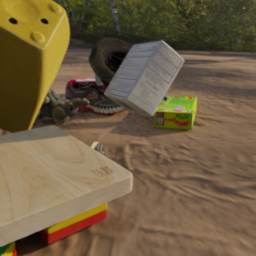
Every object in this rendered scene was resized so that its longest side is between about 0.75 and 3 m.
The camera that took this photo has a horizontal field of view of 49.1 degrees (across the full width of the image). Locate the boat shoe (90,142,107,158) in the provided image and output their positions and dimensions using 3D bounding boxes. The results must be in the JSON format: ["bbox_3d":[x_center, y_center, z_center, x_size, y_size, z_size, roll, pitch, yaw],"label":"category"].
[{"bbox_3d":[-0.610,0.832,5.618,0.560,0.633,1.728,9,25,-1],"label":"boat shoe"}]

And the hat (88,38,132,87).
[{"bbox_3d":[-0.322,-2.220,11.099,2.880,1.162,2.880,11,49,-13],"label":"hat"}]

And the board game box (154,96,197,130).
[{"bbox_3d":[1.689,-0.590,9.658,1.187,0.556,2.337,4,20,16],"label":"board game box"}]

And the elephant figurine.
[{"bbox_3d":[-2.156,-0.589,9.259,1.452,1.126,1.027,28,60,4],"label":"elephant figurine"}]

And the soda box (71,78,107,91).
[{"bbox_3d":[-1.651,-2.017,13.610,2.210,0.701,0.774,-5,20,-11],"label":"soda box"}]

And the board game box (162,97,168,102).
[{"bbox_3d":[0.929,-1.119,9.511,0.839,0.144,0.568,23,9,3],"label":"board game box"}]

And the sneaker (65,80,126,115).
[{"bbox_3d":[-1.133,-1.168,10.573,2.890,1.079,1.165,6,20,16],"label":"sneaker"}]

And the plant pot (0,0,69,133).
[{"bbox_3d":[-3.073,-2.013,7.167,2.821,2.904,2.839,27,51,-20],"label":"plant pot"}]

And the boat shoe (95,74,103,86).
[{"bbox_3d":[-1.038,-2.791,12.528,0.634,1.815,0.601,18,17,41],"label":"boat shoe"}]

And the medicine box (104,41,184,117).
[{"bbox_3d":[0.311,-1.116,6.290,0.746,1.449,1.320,33,-4,-28],"label":"medicine box"}]

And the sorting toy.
[{"bbox_3d":[-1.868,1.029,4.322,2.810,0.984,2.827,-14,24,-34],"label":"sorting toy"}]
